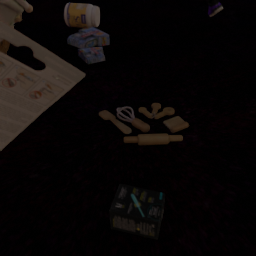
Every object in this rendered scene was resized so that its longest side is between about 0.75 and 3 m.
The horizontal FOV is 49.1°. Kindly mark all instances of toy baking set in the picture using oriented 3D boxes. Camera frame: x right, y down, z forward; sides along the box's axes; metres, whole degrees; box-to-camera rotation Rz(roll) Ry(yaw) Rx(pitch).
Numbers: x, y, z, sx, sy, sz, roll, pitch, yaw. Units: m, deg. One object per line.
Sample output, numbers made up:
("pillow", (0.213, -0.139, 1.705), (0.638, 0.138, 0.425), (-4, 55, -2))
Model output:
("toy baking set", (0.413, -0.114, 7.746), (2.372, 0.276, 1.820), (-5, 34, -6))

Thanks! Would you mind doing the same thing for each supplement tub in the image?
("supplement tub", (-1.334, -3.287, 8.204), (0.912, 0.663, 0.663), (7, 37, 8))

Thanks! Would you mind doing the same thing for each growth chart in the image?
("growth chart", (-2.953, -1.761, 5.420), (2.541, 0.225, 1.839), (-47, 5, -1))

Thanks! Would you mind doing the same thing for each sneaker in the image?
("sneaker", (2.874, -4.107, 9.423), (0.362, 0.518, 1.042), (-34, 10, 9))

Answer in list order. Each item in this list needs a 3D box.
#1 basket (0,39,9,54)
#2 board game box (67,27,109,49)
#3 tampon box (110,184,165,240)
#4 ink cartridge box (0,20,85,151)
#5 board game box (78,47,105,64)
("basket", (-3.956, -2.364, 7.903), (0.877, 0.840, 1.177), (25, 83, 43))
("board game box", (-1.702, -4.121, 12.889), (1.575, 0.486, 1.576), (26, 44, 31))
("tampon box", (0.182, 1.548, 5.214), (0.895, 0.565, 0.671), (10, 38, 13))
("ink cartridge box", (-2.067, -0.571, 3.918), (2.306, 1.874, 0.658), (-40, 54, 19))
("board game box", (-1.404, -3.056, 11.605), (1.022, 0.316, 1.023), (-20, 41, -23))
